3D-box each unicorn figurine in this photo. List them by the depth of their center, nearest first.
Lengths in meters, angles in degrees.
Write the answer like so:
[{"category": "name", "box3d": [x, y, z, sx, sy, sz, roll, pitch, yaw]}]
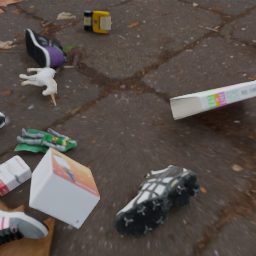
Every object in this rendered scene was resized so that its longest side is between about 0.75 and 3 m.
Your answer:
[{"category": "unicorn figurine", "box3d": [-2.969, -1.649, 9.637, 1.289, 0.693, 1.876, 2, 46, 2]}]

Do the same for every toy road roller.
[{"category": "toy road roller", "box3d": [-1.338, -4.915, 12.766, 1.370, 0.842, 1.000, 14, 36, 14]}]

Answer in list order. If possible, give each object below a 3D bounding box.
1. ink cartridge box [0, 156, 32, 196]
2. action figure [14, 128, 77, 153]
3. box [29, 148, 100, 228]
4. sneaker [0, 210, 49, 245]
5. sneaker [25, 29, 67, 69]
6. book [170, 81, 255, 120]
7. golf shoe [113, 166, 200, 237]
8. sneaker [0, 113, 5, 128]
[{"category": "ink cartridge box", "box3d": [-2.986, 1.195, 7.093, 0.864, 0.358, 0.634, -35, 55, -29]}, {"category": "action figure", "box3d": [-2.234, 0.366, 7.888, 1.633, 0.447, 0.965, 8, 43, 3]}, {"category": "box", "box3d": [-1.334, 1.185, 5.805, 0.761, 1.090, 1.432, -55, 23, 3]}, {"category": "sneaker", "box3d": [-2.679, 2.275, 5.718, 1.872, 0.783, 1.130, 5, 40, 15]}, {"category": "sneaker", "box3d": [-3.256, -3.126, 11.126, 1.085, 0.939, 2.478, -15, 49, -34]}, {"category": "book", "box3d": [2.862, -0.913, 8.202, 2.722, 0.654, 1.818, -15, 4, -15]}, {"category": "golf shoe", "box3d": [0.547, 1.621, 6.506, 2.242, 0.872, 1.059, -25, 30, -21]}, {"category": "sneaker", "box3d": [-4.720, -0.182, 8.224, 2.082, 0.782, 0.844, -12, 38, -13]}]
